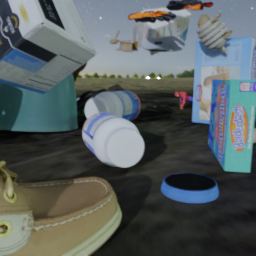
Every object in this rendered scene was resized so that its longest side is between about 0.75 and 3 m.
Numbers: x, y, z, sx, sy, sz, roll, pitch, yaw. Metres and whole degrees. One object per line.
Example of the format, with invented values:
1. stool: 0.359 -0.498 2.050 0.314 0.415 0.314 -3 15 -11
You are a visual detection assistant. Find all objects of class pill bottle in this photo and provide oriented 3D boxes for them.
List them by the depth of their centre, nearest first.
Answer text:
1. pill bottle: -0.296 0.218 5.349 0.899 0.899 1.605 -4 11 -20
2. pill bottle: -0.537 -0.688 9.838 1.202 1.202 2.142 5 11 30

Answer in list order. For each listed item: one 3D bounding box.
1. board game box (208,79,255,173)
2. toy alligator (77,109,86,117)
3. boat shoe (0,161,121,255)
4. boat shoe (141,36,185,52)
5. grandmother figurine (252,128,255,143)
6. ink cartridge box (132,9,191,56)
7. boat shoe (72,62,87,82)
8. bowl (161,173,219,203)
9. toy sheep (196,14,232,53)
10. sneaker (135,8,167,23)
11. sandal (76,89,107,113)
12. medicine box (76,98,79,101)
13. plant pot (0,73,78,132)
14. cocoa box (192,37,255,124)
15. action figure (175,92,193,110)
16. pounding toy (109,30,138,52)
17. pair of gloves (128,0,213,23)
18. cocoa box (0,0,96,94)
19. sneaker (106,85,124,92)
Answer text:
1. board game box: 2.019 -0.183 5.662 0.470 1.589 2.089 2 9 8
2. toy alligator: -2.049 -0.742 12.199 2.109 0.625 0.572 -5 52 -29
3. boat shoe: -1.309 0.713 2.194 2.879 0.956 1.065 -7 12 -36
4. boat shoe: 1.368 -3.188 10.870 1.660 0.580 0.550 0 3 14
5. grandmother figurine: 3.675 0.179 6.842 1.857 0.562 1.126 0 -10 16
6. ink cartridge box: 1.372 -3.985 11.747 2.370 1.365 0.804 -28 60 -17
7. boat shoe: -2.525 -2.482 11.351 0.960 1.061 2.976 10 30 7
8. bowl: 0.866 0.826 3.965 0.795 0.156 0.795 0 9 0
9. toy sheep: 2.618 -2.876 8.572 0.930 1.349 0.930 -36 6 4
10. sneaker: 1.095 -4.752 12.227 1.594 0.697 0.588 -16 -17 -13
11. sandal: -1.865 -0.925 10.379 2.388 0.511 0.908 -23 -4 19
12. medicine box: -2.912 -1.179 14.342 1.152 0.651 1.265 -5 10 -29
13. plant pot: -2.983 -1.211 8.865 2.886 2.316 2.886 5 7 -1
14. cocoa box: 3.575 -1.615 10.028 1.952 2.927 1.921 8 12 36
15. action figure: 3.398 -1.333 15.626 2.151 1.065 0.702 20 -3 -25
16. pounding toy: -0.028 -3.046 9.862 0.707 0.710 1.237 16 23 30
17. pair of gloves: 1.352 -3.950 9.352 2.353 0.291 2.097 -24 31 -17
18. cocoa box: -1.875 -1.995 5.037 1.467 2.235 1.491 -31 -18 21
19. sneaker: -0.163 -0.919 12.386 1.025 1.099 2.910 -31 -18 12
